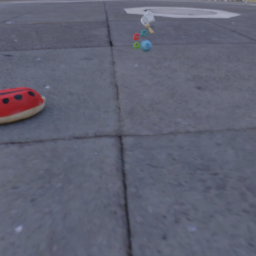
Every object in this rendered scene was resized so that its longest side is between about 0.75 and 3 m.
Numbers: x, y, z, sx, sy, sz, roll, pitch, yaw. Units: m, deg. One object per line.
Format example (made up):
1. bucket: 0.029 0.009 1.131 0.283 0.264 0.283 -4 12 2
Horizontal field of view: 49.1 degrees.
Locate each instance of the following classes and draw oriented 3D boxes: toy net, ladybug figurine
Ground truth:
1. toy net: 0.535 -3.355 9.726 0.708 1.349 0.261 5 5 -10
2. ladybug figurine: -4.860 -1.017 11.664 2.776 0.999 1.885 -19 36 -27
